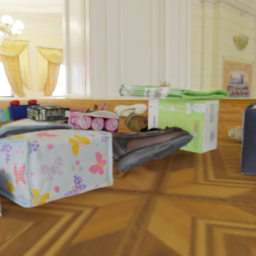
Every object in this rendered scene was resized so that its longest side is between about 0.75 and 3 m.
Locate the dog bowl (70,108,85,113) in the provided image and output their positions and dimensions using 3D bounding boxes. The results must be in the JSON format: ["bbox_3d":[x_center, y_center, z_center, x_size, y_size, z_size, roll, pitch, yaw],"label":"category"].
[{"bbox_3d":[-2.950,-0.683,14.803,1.536,0.566,1.536,-7,-2,0],"label":"dog bowl"}]

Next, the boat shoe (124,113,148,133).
[{"bbox_3d":[0.920,-0.062,11.255,2.439,0.877,0.829,-6,36,-45],"label":"boat shoe"}]

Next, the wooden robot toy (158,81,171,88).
[{"bbox_3d":[1.198,-1.390,9.598,0.342,0.332,0.754,-44,23,-8],"label":"wooden robot toy"}]

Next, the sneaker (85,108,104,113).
[{"bbox_3d":[-1.883,-0.793,15.968,0.978,0.707,2.001,4,10,11],"label":"sneaker"}]

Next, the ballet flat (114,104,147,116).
[{"bbox_3d":[0.228,-1.050,18.299,2.286,0.820,0.820,-6,10,-19],"label":"ballet flat"}]

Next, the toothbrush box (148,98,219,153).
[{"bbox_3d":[1.722,-0.177,9.072,2.153,1.568,0.927,8,12,44],"label":"toothbrush box"}]

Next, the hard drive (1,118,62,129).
[{"bbox_3d":[-4.318,-0.138,12.896,1.765,0.357,2.676,1,8,4],"label":"hard drive"}]

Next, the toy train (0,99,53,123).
[{"bbox_3d":[-5.385,-0.800,15.124,1.671,1.222,2.887,-11,0,37],"label":"toy train"}]

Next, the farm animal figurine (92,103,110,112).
[{"bbox_3d":[-1.477,-0.851,14.901,1.046,1.034,0.545,0,-1,-39],"label":"farm animal figurine"}]

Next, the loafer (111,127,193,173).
[{"bbox_3d":[0.661,0.290,7.073,2.885,0.908,1.037,-13,-24,-48],"label":"loafer"}]

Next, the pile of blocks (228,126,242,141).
[{"bbox_3d":[4.506,0.311,9.724,1.911,0.784,0.594,-7,50,12],"label":"pile of blocks"}]

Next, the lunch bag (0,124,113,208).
[{"bbox_3d":[-1.555,0.567,5.274,1.717,1.287,2.025,-5,3,-42],"label":"lunch bag"}]

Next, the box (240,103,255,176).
[{"bbox_3d":[4.184,0.212,6.668,2.616,1.536,2.573,3,9,26],"label":"box"}]

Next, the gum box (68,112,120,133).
[{"bbox_3d":[-1.437,-0.216,11.436,1.893,0.626,1.074,6,4,-39],"label":"gum box"}]

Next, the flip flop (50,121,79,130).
[{"bbox_3d":[-2.506,-0.046,11.656,1.720,0.495,0.698,9,16,29],"label":"flip flop"}]

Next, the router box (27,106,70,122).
[{"bbox_3d":[-3.814,-0.707,13.359,1.496,0.620,1.996,-6,10,-33],"label":"router box"}]

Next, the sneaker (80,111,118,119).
[{"bbox_3d":[-1.643,-0.460,13.507,2.250,0.795,1.116,-3,10,-16],"label":"sneaker"}]

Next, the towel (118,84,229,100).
[{"bbox_3d":[1.365,-1.198,9.049,2.200,0.453,2.949,-8,12,-37],"label":"towel"}]
